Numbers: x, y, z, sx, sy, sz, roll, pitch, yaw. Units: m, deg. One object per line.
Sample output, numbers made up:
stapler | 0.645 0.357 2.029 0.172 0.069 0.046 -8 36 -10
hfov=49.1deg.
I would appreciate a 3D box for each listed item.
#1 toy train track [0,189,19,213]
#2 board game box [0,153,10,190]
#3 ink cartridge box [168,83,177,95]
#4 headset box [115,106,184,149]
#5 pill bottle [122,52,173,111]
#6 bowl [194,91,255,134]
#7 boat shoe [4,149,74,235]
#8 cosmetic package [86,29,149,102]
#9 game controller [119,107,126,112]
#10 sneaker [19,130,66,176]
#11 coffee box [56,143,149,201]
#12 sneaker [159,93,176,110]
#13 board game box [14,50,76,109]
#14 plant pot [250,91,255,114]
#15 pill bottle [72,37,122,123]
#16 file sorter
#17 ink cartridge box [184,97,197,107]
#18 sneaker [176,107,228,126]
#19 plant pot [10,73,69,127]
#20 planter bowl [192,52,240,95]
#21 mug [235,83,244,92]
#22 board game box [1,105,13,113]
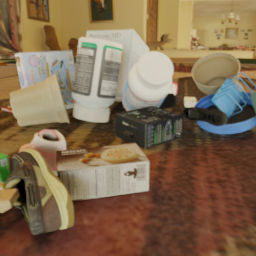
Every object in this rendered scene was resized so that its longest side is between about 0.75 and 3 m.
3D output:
toy train track | -3.238 1.400 4.797 2.805 0.456 1.609 -4 23 6
board game box | -2.859 0.850 5.863 1.007 0.771 0.203 11 21 33
ink cartridge box | 1.773 -1.875 14.364 1.129 0.638 1.541 8 24 23
headset box | 0.598 -0.059 8.656 1.674 0.776 1.457 -14 23 -37
pill bottle | 0.661 -1.441 9.841 1.499 1.499 2.756 -3 -17 -9
bowl | 3.437 -0.554 9.689 2.311 0.454 2.311 -12 30 7
boat shoe | -1.820 1.049 5.072 0.802 0.872 2.440 -8 23 -37
cosmetic package | -0.587 -2.720 12.815 2.295 2.743 2.281 6 -3 22
game controller | 0.142 -0.876 12.101 0.594 0.240 1.138 15 22 38
sneaker | -2.088 0.430 6.840 1.883 0.984 0.709 15 25 43
coffee box | -0.558 0.882 5.821 1.778 0.709 1.017 -4 18 -13
sneaker | 0.888 -1.051 12.049 2.297 0.809 1.074 -9 5 -23
board game box | -3.204 -1.881 11.560 0.507 2.465 2.459 3 15 41
plant pot | 4.547 -0.346 7.564 2.139 1.441 2.139 -3 -8 0
pill bottle | -1.172 -1.699 10.112 1.588 2.808 1.588 10 11 -2
file sorter | 3.616 -1.127 9.490 1.254 0.870 0.769 -48 9 -27
ink cartridge box | 2.869 -1.195 12.975 0.532 0.306 0.909 2 18 8
sneaker | 2.264 -0.383 8.863 0.865 0.498 1.658 -1 13 -23
plant pot | -3.144 -0.848 9.916 1.694 1.850 1.850 -15 20 -10
planter bowl | 3.552 -1.953 11.224 1.798 1.210 1.798 -12 54 17
mug | 4.495 -1.516 12.617 1.503 1.110 1.318 -10 7 -14
board game box | -4.642 -0.953 12.479 0.852 0.161 1.655 11 21 33
